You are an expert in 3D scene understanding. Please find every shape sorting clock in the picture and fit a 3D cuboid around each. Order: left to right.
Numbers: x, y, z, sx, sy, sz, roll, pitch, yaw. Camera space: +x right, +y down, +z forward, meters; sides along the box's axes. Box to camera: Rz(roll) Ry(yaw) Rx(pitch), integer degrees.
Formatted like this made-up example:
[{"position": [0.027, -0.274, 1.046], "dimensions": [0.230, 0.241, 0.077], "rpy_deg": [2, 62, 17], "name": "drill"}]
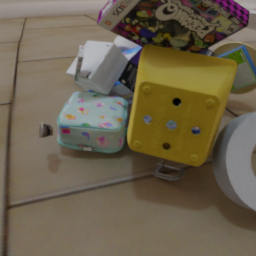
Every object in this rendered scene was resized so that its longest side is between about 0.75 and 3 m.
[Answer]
[{"position": [3.971, -2.187, 10.426], "dimensions": [2.104, 2.104, 0.413], "rpy_deg": [16, 43, 24], "name": "shape sorting clock"}]

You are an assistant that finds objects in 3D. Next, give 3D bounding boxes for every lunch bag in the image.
[{"position": [-1.080, -0.228, 9.595], "dimensions": [2.282, 1.097, 2.845], "rpy_deg": [9, 30, -1], "name": "lunch bag"}, {"position": [1.203, -0.024, 9.605], "dimensions": [2.424, 0.916, 1.942], "rpy_deg": [3, 29, 3], "name": "lunch bag"}]

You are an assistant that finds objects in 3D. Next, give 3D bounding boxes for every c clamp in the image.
[{"position": [1.183, 1.199, 8.044], "dimensions": [1.064, 0.144, 0.909], "rpy_deg": [12, 30, 42], "name": "c clamp"}]

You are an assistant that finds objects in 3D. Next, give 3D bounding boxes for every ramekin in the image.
[{"position": [-0.088, -3.375, 12.087], "dimensions": [1.237, 1.237, 0.576], "rpy_deg": [9, 62, 15], "name": "ramekin"}]

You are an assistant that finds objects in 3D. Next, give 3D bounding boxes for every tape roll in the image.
[{"position": [3.287, 0.793, 6.635], "dimensions": [2.415, 2.415, 0.798], "rpy_deg": [-3, -4, -6], "name": "tape roll"}]

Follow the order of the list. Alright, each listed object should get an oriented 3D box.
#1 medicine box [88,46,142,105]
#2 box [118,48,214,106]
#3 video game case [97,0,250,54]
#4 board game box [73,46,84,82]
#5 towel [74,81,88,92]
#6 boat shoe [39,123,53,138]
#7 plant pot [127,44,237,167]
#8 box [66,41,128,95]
[{"position": [-0.236, -2.003, 11.380], "dimensions": [2.049, 1.158, 2.250], "rpy_deg": [-11, 44, 31], "name": "medicine box"}, {"position": [1.386, -2.092, 9.609], "dimensions": [2.085, 1.165, 2.954], "rpy_deg": [39, 55, -1], "name": "box"}, {"position": [1.005, -2.711, 6.919], "dimensions": [2.811, 0.503, 2.548], "rpy_deg": [19, -19, -27], "name": "video game case"}, {"position": [-1.647, -2.146, 9.384], "dimensions": [0.175, 1.014, 0.640], "rpy_deg": [10, 46, -14], "name": "board game box"}, {"position": [-1.194, -2.444, 13.868], "dimensions": [2.377, 0.669, 2.777], "rpy_deg": [-20, 36, -28], "name": "towel"}, {"position": [-2.352, 0.050, 8.074], "dimensions": [0.394, 0.400, 1.075], "rpy_deg": [6, 10, -18], "name": "boat shoe"}, {"position": [1.205, -0.463, 6.997], "dimensions": [2.539, 2.538, 2.239], "rpy_deg": [13, 25, 9], "name": "plant pot"}, {"position": [-1.145, -2.262, 10.411], "dimensions": [1.606, 1.049, 1.597], "rpy_deg": [22, 76, 43], "name": "box"}]
